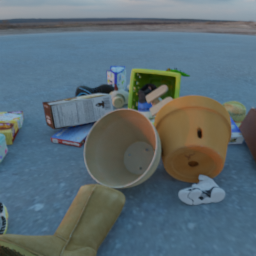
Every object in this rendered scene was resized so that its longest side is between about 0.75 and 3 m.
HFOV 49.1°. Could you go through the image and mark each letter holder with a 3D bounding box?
[{"bbox_3d":[5.603,0.059,10.542,1.438,2.032,2.859,19,28,-2],"label":"letter holder"}]

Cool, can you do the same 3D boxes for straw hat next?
[{"bbox_3d":[5.154,-0.728,13.772,2.543,1.076,2.543,0,26,0],"label":"straw hat"}]

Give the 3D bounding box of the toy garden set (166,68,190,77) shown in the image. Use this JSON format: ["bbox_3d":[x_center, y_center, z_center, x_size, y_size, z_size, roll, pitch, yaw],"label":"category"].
[{"bbox_3d":[2.501,-2.829,14.171,1.010,0.201,0.842,12,4,-38],"label":"toy garden set"}]

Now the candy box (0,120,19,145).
[{"bbox_3d":[-6.141,0.235,12.256,2.295,0.648,1.339,-2,25,-8],"label":"candy box"}]

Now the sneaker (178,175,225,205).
[{"bbox_3d":[2.209,1.946,8.842,1.485,0.558,0.854,1,25,-11],"label":"sneaker"}]

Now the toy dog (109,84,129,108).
[{"bbox_3d":[0.031,-2.046,16.270,2.614,1.259,1.724,-22,33,-38],"label":"toy dog"}]

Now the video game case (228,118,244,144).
[{"bbox_3d":[3.922,-0.026,12.581,1.773,0.444,1.956,-2,37,-8],"label":"video game case"}]

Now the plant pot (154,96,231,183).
[{"bbox_3d":[2.199,0.563,9.634,2.763,2.763,1.934,4,43,7],"label":"plant pot"}]

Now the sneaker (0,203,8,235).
[{"bbox_3d":[-3.447,2.528,7.700,0.353,0.408,0.904,-12,60,-3],"label":"sneaker"}]

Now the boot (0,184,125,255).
[{"bbox_3d":[-1.651,2.511,7.285,2.544,0.961,2.905,18,30,7],"label":"boot"}]

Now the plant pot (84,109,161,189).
[{"bbox_3d":[0.044,0.845,9.436,2.556,2.556,1.716,16,-11,30],"label":"plant pot"}]

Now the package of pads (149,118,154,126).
[{"bbox_3d":[0.673,0.107,12.536,1.419,0.626,1.836,4,26,8],"label":"package of pads"}]

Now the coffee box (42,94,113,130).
[{"bbox_3d":[-2.298,-0.822,12.894,2.831,1.129,1.619,-12,13,-24],"label":"coffee box"}]

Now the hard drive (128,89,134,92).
[{"bbox_3d":[0.540,-2.128,16.360,0.915,0.150,0.639,-15,35,-29],"label":"hard drive"}]

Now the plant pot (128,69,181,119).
[{"bbox_3d":[1.484,-1.824,14.528,2.459,2.447,2.231,9,18,14],"label":"plant pot"}]

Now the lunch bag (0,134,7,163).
[{"bbox_3d":[-5.986,0.893,10.537,2.459,0.948,1.972,-1,26,-2],"label":"lunch bag"}]

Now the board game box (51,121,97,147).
[{"bbox_3d":[-2.239,0.050,13.068,1.427,0.270,2.771,10,27,16],"label":"board game box"}]

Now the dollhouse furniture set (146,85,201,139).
[{"bbox_3d":[2.195,-0.229,10.707,1.695,2.393,2.605,-32,37,17],"label":"dollhouse furniture set"}]

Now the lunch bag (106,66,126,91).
[{"bbox_3d":[-0.740,-2.940,17.722,1.213,1.619,1.904,0,26,0],"label":"lunch bag"}]

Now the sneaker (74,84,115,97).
[{"bbox_3d":[-1.961,-1.982,16.795,2.540,0.930,1.041,-3,38,9],"label":"sneaker"}]

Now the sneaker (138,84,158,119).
[{"bbox_3d":[1.314,-1.396,13.601,1.067,1.546,2.779,3,11,33],"label":"sneaker"}]

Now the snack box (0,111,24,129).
[{"bbox_3d":[-6.127,-0.342,13.629,1.829,0.485,1.301,-6,26,-11],"label":"snack box"}]
